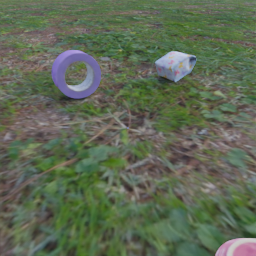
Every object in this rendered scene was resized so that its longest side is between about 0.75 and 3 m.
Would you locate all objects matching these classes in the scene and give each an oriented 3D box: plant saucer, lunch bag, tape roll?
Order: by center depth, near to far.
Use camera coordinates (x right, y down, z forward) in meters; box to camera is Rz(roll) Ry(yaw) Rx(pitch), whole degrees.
[{"bbox_3d":[1.911,2.118,4.124,1.239,0.314,1.239,-1,31,0],"label":"plant saucer"},{"bbox_3d":[-1.756,-1.823,9.525,1.534,1.534,0.652,-15,29,-24],"label":"tape roll"},{"bbox_3d":[1.944,-2.523,11.196,1.285,0.817,1.090,-39,41,-16],"label":"lunch bag"}]
